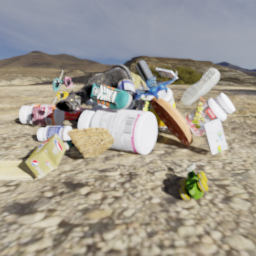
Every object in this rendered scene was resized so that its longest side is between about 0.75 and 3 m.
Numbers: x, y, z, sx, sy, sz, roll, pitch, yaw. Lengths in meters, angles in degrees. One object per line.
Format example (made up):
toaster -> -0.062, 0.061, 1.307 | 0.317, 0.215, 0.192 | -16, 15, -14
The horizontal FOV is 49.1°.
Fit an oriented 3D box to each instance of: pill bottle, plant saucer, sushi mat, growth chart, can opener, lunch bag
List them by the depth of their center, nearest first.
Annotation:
sushi mat -> -4.085, 1.303, 8.572 | 2.877, 0.174, 1.376 | -1, 13, -4
pill bottle -> -0.066, -1.312, 10.876 | 0.684, 0.684, 1.224 | -1, 44, -4
pill bottle -> -0.450, 0.050, 10.909 | 2.826, 1.602, 1.602 | 8, 15, 30
plant saucer -> 1.796, -0.316, 11.332 | 0.393, 2.433, 2.433 | -39, 19, -4
pill bottle -> -3.070, 0.295, 11.765 | 1.362, 0.756, 0.756 | 0, 12, 13
pill bottle -> 3.489, -0.571, 12.060 | 1.909, 1.106, 1.106 | -39, -9, 30
pill bottle -> 1.642, -0.805, 13.190 | 1.175, 2.151, 1.175 | -11, 45, 11
growth chart -> 0.953, -1.353, 13.264 | 1.200, 1.658, 0.147 | -11, 44, -32
can opener -> 1.261, -2.344, 14.375 | 0.807, 2.415, 0.644 | -19, -13, -37
pill bottle -> -4.671, -0.670, 15.219 | 2.165, 1.186, 1.186 | 2, 13, 10
lunch bag -> -3.268, -0.872, 17.299 | 1.667, 0.683, 1.468 | 1, 13, 3

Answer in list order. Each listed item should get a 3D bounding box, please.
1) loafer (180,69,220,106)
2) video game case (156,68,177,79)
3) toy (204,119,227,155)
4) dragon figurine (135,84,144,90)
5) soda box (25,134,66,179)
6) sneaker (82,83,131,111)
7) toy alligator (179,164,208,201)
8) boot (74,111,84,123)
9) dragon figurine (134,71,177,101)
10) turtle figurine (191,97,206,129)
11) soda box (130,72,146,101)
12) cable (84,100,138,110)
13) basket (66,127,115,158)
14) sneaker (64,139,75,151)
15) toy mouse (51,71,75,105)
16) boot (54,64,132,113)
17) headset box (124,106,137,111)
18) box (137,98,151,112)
loafer -> 3.272, -1.723, 12.598 | 0.733, 2.100, 0.734 | 36, 16, -47
video game case -> 1.540, -2.170, 11.202 | 0.779, 0.070, 0.558 | 22, -6, 39
toy -> 3.087, 0.310, 10.032 | 0.660, 1.147, 0.271 | -20, 6, -17
dragon figurine -> 0.497, -1.661, 11.563 | 0.753, 0.221, 0.374 | -38, 2, 35
soda box -> -2.340, 0.764, 8.198 | 0.632, 0.598, 1.867 | -33, 14, 3
sneaker -> -0.867, -1.159, 10.209 | 2.177, 0.777, 0.870 | 15, -5, 43
toy alligator -> 1.749, 1.435, 7.293 | 0.642, 0.465, 1.936 | -30, 4, 19
boot -> -1.686, -0.394, 12.214 | 1.089, 0.394, 0.906 | 12, 33, 9
dragon figurine -> 0.959, -1.473, 10.060 | 0.861, 0.510, 1.733 | 18, -40, -37
turtle figurine -> 2.586, -0.508, 10.351 | 0.378, 1.173, 0.946 | 6, 52, 26
soda box -> 0.382, -1.862, 13.246 | 0.762, 0.720, 2.249 | 29, -1, 23
cable -> -0.498, -1.101, 15.204 | 2.975, 1.030, 2.974 | 7, 18, 33
basket -> -1.194, 0.285, 9.522 | 1.060, 1.107, 1.485 | -40, -12, 6
sneaker -> -2.074, 0.604, 10.001 | 0.372, 0.332, 0.932 | -27, 2, -13
toy mouse -> -2.457, -1.606, 10.336 | 0.243, 1.115, 1.254 | 24, 40, 28
boot -> -1.471, -1.467, 11.630 | 2.966, 1.027, 2.582 | -8, 27, 48
headset box -> -0.481, -0.282, 12.719 | 1.960, 0.757, 1.459 | -13, 18, 29
box -> 0.576, -0.289, 11.814 | 0.327, 1.882, 1.036 | 6, 12, -9
